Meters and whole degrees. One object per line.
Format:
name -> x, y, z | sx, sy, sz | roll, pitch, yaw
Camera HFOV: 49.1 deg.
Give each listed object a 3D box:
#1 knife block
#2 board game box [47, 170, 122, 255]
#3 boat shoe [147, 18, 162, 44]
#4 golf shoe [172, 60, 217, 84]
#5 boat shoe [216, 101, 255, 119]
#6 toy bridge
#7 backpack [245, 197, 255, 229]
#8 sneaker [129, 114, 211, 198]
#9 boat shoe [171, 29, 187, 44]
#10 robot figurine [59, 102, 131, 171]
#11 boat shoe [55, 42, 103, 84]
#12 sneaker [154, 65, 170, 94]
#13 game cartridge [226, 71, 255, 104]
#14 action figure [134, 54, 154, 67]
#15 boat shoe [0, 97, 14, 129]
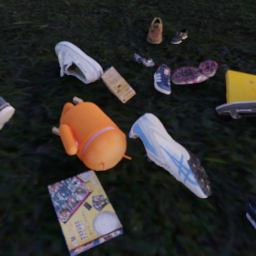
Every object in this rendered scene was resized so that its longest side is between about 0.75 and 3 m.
knife block -> -0.436, -1.638, 11.075 | 0.584, 1.603, 1.826 | -41, 77, -1
board game box -> -1.165, 2.093, 7.256 | 1.343, 0.343, 1.983 | -18, 44, -19
boat shoe -> 1.485, -5.437, 15.591 | 0.817, 0.773, 2.272 | 3, 41, 3
golf shoe -> 2.754, -2.139, 11.785 | 2.015, 0.928, 0.731 | -16, 65, -11
boat shoe -> 4.110, -0.574, 9.689 | 2.132, 0.713, 0.608 | -7, 78, 34
toy bridge -> -2.031, -0.400, 9.957 | 0.558, 0.226, 1.661 | 25, 58, 4
backpack -> 3.483, 2.146, 6.904 | 0.919, 0.743, 0.965 | -17, 54, -16
sneaker -> 1.151, 0.848, 7.795 | 2.827, 1.024, 1.016 | 49, 20, 20
boat shoe -> 2.802, -5.059, 15.425 | 0.532, 0.456, 1.455 | 26, 48, 26
robot figurine -> -1.082, 0.254, 8.413 | 1.478, 1.823, 2.534 | -45, 61, -2
boat shoe -> -2.564, -2.780, 12.449 | 2.972, 1.098, 1.267 | 39, 59, 24
sneaker -> 1.450, -2.020, 11.313 | 0.628, 0.708, 1.675 | 16, 35, -19
game cartridge -> 4.835, -1.367, 11.052 | 1.890, 0.348, 2.144 | 13, 49, 5
action figure -> 0.776, -3.147, 13.201 | 1.065, 0.370, 0.693 | 28, 19, 26
boat shoe -> -4.408, -0.091, 8.691 | 0.644, 2.083, 0.780 | 48, 21, 3
